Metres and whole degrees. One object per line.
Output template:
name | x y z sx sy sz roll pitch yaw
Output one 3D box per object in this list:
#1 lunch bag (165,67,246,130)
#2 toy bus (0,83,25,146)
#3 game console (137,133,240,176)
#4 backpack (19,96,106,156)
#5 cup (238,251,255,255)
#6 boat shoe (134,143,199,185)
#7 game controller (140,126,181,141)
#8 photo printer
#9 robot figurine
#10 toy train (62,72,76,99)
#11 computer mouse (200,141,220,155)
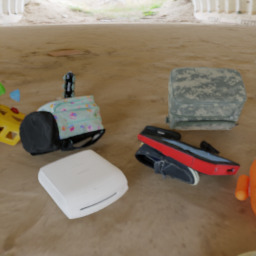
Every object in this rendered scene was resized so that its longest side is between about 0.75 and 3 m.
lunch bag | 2.921 -0.888 10.900 2.826 2.370 1.969 -1 56 2
toy bus | -4.759 -0.238 9.802 2.301 2.171 1.189 -16 44 -16
game console | 1.895 0.747 8.432 2.395 0.420 2.708 28 10 38
backpack | -2.104 -0.127 9.710 2.278 1.728 2.729 -5 9 45
cup | 2.028 2.776 4.041 2.275 1.627 2.275 7 29 -4
boat shoe | 1.107 1.152 8.497 2.211 0.825 0.688 29 51 33
game controller | 1.241 0.294 10.880 1.563 0.329 0.815 14 44 27
photo printer | -1.220 1.481 7.642 1.842 0.769 2.214 -20 27 -29
robot figurine | 3.847 1.529 7.032 1.782 1.444 2.477 31 32 6
toy train | -2.888 -2.022 13.855 0.638 1.496 0.853 5 7 -4
computer mouse | 2.684 0.717 9.321 0.526 0.305 1.793 42 6 4
